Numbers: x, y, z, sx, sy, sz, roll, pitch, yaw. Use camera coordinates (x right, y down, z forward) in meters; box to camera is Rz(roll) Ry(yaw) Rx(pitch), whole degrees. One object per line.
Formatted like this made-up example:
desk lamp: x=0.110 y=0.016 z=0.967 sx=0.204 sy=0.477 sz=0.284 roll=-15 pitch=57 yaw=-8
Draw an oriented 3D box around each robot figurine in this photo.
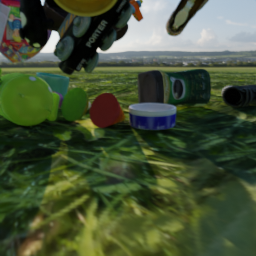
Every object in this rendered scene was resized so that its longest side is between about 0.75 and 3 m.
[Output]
robot figurine: x=-3.007 y=-0.824 z=7.936 sx=2.120 sy=1.398 sz=2.416 roll=28 pitch=-7 yaw=-37

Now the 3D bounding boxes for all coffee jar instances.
coffee jar: x=1.647 y=-1.412 z=10.233 sx=2.780 sy=1.450 sz=1.186 roll=-7 pitch=8 yaw=-29

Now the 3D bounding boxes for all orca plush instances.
orca plush: x=-2.623 y=-3.472 z=8.486 sx=0.938 sy=2.638 sz=1.388 roll=16 pitch=40 yaw=1

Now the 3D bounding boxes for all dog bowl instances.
dog bowl: x=0.674 y=-0.342 z=7.868 sx=1.309 sy=0.516 sz=1.309 roll=0 pitch=14 yaw=0

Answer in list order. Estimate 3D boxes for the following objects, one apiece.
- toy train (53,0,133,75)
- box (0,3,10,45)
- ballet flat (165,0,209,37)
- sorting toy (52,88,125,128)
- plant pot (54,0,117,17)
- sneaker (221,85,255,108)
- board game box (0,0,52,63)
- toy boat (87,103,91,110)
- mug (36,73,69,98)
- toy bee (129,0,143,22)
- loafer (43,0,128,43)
toy train: x=-1.024 y=-2.834 z=7.578 sx=1.254 sy=2.942 sz=1.677 roll=19 pitch=34 yaw=-39
box: x=-3.952 y=-2.187 z=7.226 sx=0.922 sy=1.682 sz=1.906 roll=17 pitch=-20 yaw=-36
ballet flat: x=1.823 y=-3.556 z=7.863 sx=0.766 sy=2.251 sz=0.757 roll=32 pitch=26 yaw=1
sorting toy: x=-1.208 y=-0.577 z=8.593 sx=2.977 sy=1.032 sz=1.025 roll=13 pitch=-4 yaw=36
plant pot: x=-0.791 y=-2.886 z=5.030 sx=1.245 sy=1.171 sz=1.245 roll=-5 pitch=-29 yaw=-3
sneaker: x=4.866 y=-1.200 z=10.647 sx=2.720 sy=0.962 sz=1.349 roll=2 pitch=15 yaw=28
board game box: x=-3.808 y=-3.527 z=9.719 sx=0.568 sy=2.306 sz=2.919 roll=44 pitch=-3 yaw=34
toy boat: x=-1.773 y=-0.776 z=10.050 sx=0.861 sy=0.400 sz=0.724 roll=12 pitch=21 yaw=15
mug: x=-3.289 y=-1.811 z=12.540 sx=1.702 sy=1.052 sz=1.398 roll=2 pitch=15 yaw=-35
toy bee: x=0.130 y=-3.392 z=7.622 sx=0.625 sy=0.955 sz=0.519 roll=-26 pitch=50 yaw=-23
loafer: x=-1.458 y=-3.538 z=9.101 sx=2.973 sy=1.085 sz=1.061 roll=8 pitch=-24 yaw=1
